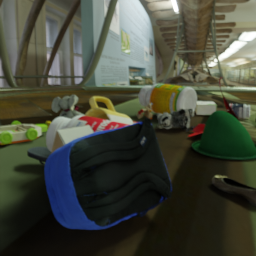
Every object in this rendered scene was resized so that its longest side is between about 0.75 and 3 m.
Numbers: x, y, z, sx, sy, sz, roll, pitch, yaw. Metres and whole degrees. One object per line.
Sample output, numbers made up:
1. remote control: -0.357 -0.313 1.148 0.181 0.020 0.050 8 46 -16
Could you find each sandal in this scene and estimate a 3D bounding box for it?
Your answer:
1. sandal: -1.849 0.837 6.987 1.622 0.347 0.617 16 16 18

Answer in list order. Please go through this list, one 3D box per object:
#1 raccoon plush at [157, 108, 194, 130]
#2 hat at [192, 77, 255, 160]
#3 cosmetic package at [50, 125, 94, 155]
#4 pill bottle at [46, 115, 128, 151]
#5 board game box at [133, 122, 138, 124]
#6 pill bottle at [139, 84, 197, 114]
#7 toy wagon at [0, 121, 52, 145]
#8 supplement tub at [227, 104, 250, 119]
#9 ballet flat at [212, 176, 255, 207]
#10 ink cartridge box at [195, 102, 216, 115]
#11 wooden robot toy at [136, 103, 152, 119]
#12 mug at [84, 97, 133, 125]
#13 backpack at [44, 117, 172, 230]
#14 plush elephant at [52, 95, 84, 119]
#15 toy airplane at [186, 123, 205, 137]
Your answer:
1. raccoon plush: 2.000 -0.345 11.904 1.227 0.886 1.832 -2 1 27
2. hat: 2.932 -0.409 8.424 2.032 2.160 2.453 -6 13 -26
3. cosmetic package: -1.107 0.610 5.399 0.706 1.342 0.477 -9 50 -38
4. pill bottle: -0.749 0.356 6.391 2.075 1.165 1.165 11 14 20
5. board game box: 0.276 -0.112 12.016 0.893 0.180 0.683 6 13 28
6. pill bottle: 1.998 -1.496 14.823 2.865 1.591 1.591 16 19 42
7. toy wagon: -3.878 0.137 10.020 2.456 0.486 1.905 -8 14 -37
8. supplement tub: 5.631 -0.843 14.266 1.037 0.728 0.728 4 12 24
9. ballet flat: 2.152 1.141 5.386 0.456 0.314 1.354 -5 12 -24
10. ink cartridge box: 4.429 -1.147 16.089 1.058 0.608 1.807 2 12 11
11. wooden robot toy: 0.865 -0.644 13.591 0.624 0.643 1.417 -29 -6 -35
12. mug: -0.495 -0.080 8.516 1.332 1.664 1.366 9 6 39
13. backpack: -0.393 0.824 4.390 1.484 1.437 1.768 -28 -9 42
14. plush elephant: -2.585 -0.830 12.536 1.465 1.377 1.779 6 13 27
15. toy airplane: 3.164 0.027 10.370 2.202 0.405 2.202 -4 5 0
